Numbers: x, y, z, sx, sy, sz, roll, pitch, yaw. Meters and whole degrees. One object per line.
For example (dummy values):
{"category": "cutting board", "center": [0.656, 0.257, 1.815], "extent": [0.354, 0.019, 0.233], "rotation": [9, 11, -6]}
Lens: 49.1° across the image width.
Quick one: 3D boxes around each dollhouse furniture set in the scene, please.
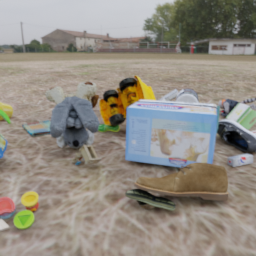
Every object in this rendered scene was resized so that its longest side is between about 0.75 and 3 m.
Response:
{"category": "dollhouse furniture set", "center": [-1.366, 1.011, 9.136], "extent": [0.550, 0.786, 0.554], "rotation": [3, 51, -49]}

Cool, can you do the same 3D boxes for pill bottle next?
{"category": "pill bottle", "center": [3.247, -1.483, 15.379], "extent": [1.226, 1.226, 2.308], "rotation": [4, 18, 12]}

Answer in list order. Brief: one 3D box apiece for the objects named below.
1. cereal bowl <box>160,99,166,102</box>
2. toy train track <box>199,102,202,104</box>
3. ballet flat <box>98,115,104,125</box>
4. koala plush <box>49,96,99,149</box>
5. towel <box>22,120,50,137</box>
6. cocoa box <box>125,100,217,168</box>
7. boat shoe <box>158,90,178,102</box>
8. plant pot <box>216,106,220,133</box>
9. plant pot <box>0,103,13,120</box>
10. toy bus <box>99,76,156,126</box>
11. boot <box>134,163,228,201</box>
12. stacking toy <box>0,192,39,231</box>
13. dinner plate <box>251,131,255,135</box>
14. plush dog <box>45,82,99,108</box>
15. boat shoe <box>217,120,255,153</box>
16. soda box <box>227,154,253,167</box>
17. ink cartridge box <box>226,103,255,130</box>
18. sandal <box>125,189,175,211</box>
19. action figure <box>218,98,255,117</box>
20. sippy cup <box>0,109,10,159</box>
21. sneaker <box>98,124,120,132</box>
{"category": "cereal bowl", "center": [0.966, -0.425, 12.209], "extent": [1.933, 0.805, 1.933], "rotation": [-33, 4, 3]}
{"category": "toy train track", "center": [3.876, -0.909, 14.581], "extent": [1.002, 0.284, 1.747], "rotation": [50, 25, 14]}
{"category": "ballet flat", "center": [-0.986, -0.737, 13.966], "extent": [0.729, 0.720, 2.142], "rotation": [3, 19, 15]}
{"category": "koala plush", "center": [-1.909, 0.013, 10.143], "extent": [1.659, 1.871, 1.719], "rotation": [-8, 44, -10]}
{"category": "towel", "center": [-3.937, -0.015, 12.641], "extent": [1.304, 0.193, 1.778], "rotation": [-11, 21, -31]}
{"category": "cocoa box", "center": [1.456, 0.148, 9.335], "extent": [2.784, 1.857, 1.827], "rotation": [6, 14, 15]}
{"category": "boat shoe", "center": [2.314, -1.555, 16.483], "extent": [1.624, 0.692, 0.600], "rotation": [-32, -2, 4]}
{"category": "plant pot", "center": [2.648, -0.115, 10.722], "extent": [1.695, 1.360, 1.695], "rotation": [-1, -1, 0]}
{"category": "plant pot", "center": [-6.355, -0.827, 13.937], "extent": [1.042, 1.042, 0.981], "rotation": [12, 8, 33]}
{"category": "toy bus", "center": [0.180, -0.980, 12.224], "extent": [2.254, 1.530, 2.164], "rotation": [-28, -23, 28]}
{"category": "boot", "center": [1.348, 1.286, 7.100], "extent": [2.408, 0.908, 0.886], "rotation": [4, -1, -7]}
{"category": "stacking toy", "center": [-2.576, 2.026, 6.503], "extent": [1.013, 0.428, 0.917], "rotation": [-7, 45, -11]}
{"category": "dinner plate", "center": [5.823, 0.573, 10.719], "extent": [2.401, 0.291, 2.401], "rotation": [-1, 18, 0]}
{"category": "plush dog", "center": [-2.544, -1.079, 13.908], "extent": [2.518, 2.020, 2.163], "rotation": [-9, -2, 6]}
{"category": "boat shoe", "center": [4.005, 0.332, 10.762], "extent": [0.791, 0.835, 2.389], "rotation": [-6, 27, -23]}
{"category": "soda box", "center": [3.685, 1.064, 9.200], "extent": [0.830, 0.263, 0.283], "rotation": [-7, 9, -20]}
{"category": "ink cartridge box", "center": [5.418, -0.562, 13.151], "extent": [0.336, 1.020, 1.402], "rotation": [41, 1, -24]}
{"category": "sandal", "center": [0.508, 1.831, 6.847], "extent": [1.272, 0.363, 0.505], "rotation": [17, 13, 14]}
{"category": "action figure", "center": [5.723, -1.153, 14.626], "extent": [2.003, 1.083, 2.071], "rotation": [8, 17, 32]}
{"category": "sippy cup", "center": [-4.735, 0.401, 8.585], "extent": [2.248, 1.648, 1.765], "rotation": [-15, 46, 26]}
{"category": "sneaker", "center": [-0.903, -0.080, 12.326], "extent": [1.066, 0.446, 0.395], "rotation": [-2, 47, -1]}
